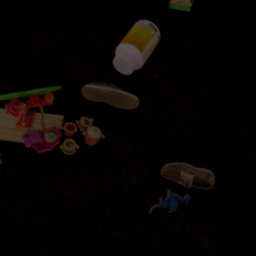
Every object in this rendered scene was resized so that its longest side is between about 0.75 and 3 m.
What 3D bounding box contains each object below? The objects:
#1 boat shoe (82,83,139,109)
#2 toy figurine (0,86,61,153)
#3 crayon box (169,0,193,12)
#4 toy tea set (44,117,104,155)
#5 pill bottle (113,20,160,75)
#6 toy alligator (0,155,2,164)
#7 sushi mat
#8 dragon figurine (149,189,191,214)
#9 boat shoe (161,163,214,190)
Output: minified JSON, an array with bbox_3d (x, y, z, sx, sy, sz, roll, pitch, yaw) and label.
[{"bbox_3d":[-0.656,-1.375,11.165,2.333,0.839,0.756,12,44,10],"label":"boat shoe"},{"bbox_3d":[-3.141,-0.178,9.509,1.752,2.148,2.334,-6,9,30],"label":"toy figurine"},{"bbox_3d":[2.775,-6.515,14.662,1.144,0.333,0.679,14,59,9],"label":"crayon box"},{"bbox_3d":[-1.880,0.191,9.877,2.085,0.772,1.240,-22,67,-36],"label":"toy tea set"},{"bbox_3d":[0.334,-3.453,12.164,1.329,1.329,2.433,24,61,14],"label":"pill bottle"},{"bbox_3d":[-4.627,1.277,9.809,0.385,0.279,1.162,-16,54,-15],"label":"toy alligator"},{"bbox_3d":[-3.950,-0.044,10.722,2.816,0.170,1.347,7,58,4],"label":"sushi mat"},{"bbox_3d":[1.374,2.452,9.019,1.407,0.414,0.700,-34,64,-20],"label":"dragon figurine"},{"bbox_3d":[1.977,1.626,9.282,1.798,0.681,0.645,7,31,6],"label":"boat shoe"}]
